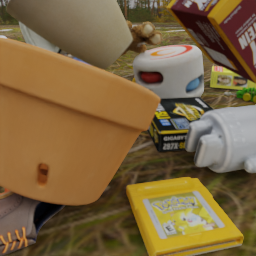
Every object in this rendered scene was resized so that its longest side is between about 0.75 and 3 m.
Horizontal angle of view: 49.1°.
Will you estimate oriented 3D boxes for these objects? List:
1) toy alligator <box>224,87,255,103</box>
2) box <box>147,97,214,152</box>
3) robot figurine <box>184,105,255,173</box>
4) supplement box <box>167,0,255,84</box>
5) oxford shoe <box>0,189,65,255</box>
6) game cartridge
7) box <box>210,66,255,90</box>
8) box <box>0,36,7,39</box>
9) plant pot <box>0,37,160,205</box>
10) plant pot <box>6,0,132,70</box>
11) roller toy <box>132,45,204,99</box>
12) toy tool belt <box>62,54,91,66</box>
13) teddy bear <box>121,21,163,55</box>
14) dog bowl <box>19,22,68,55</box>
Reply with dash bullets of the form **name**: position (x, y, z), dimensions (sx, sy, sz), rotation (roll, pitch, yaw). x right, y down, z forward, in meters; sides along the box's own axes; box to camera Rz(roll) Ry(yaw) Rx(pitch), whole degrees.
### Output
- **toy alligator**: position (4.430, -1.299, 10.365), dimensions (1.774, 0.481, 0.526), rotation (21, 32, 37)
- **box**: position (1.508, -0.203, 7.863), dimensions (1.959, 0.605, 2.453), rotation (-5, 25, -6)
- **robot figurine**: position (2.440, 0.213, 6.052), dimensions (2.339, 1.321, 1.984), rotation (-8, 43, -15)
- **supplement box**: position (2.267, -2.278, 5.972), dimensions (2.011, 1.354, 2.039), rotation (38, 11, -31)
- **oxford shoe**: position (-1.840, 1.454, 4.012), dimensions (0.851, 0.832, 2.334), rotation (16, 28, 22)
- **game cartridge**: position (0.838, 1.413, 4.730), dimensions (1.443, 0.266, 1.637), rotation (-6, 26, -13)
- **box**: position (4.943, -2.021, 11.630), dimensions (2.907, 0.728, 1.094), rotation (7, 26, 16)
- **box**: position (-5.627, -2.095, 10.132), dimensions (2.768, 2.108, 1.472), rotation (-12, 27, -25)
- **plant pot**: position (-1.156, -0.023, 4.890), dimensions (2.920, 2.044, 2.920), rotation (20, 2, -1)
- **plant pot**: position (-1.177, -2.758, 7.015), dimensions (2.386, 2.548, 2.386), rotation (-39, 21, 18)
- **roller toy**: position (1.398, -1.765, 9.814), dimensions (2.561, 1.790, 2.336), rotation (-10, 25, 3)
- **toy tool belt**: position (-1.735, -2.267, 10.616), dimensions (1.704, 1.677, 2.729), rotation (3, 34, 12)
- **teddy bear**: position (0.241, -3.033, 9.350), dimensions (1.373, 0.632, 1.893), rotation (16, -16, -30)
- **dog bowl**: position (-2.508, -3.732, 9.236), dimensions (1.068, 2.896, 2.896), rotation (-22, 33, -40)
